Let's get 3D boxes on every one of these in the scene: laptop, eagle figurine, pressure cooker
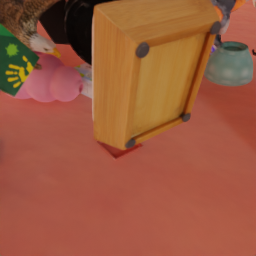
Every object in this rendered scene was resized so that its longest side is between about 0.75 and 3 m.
[{"bbox_3d":[-2.093,-3.763,7.743,1.428,2.451,2.765,-15,45,15],"label":"laptop"},{"bbox_3d":[-2.156,-2.198,5.649,2.120,2.810,2.132,9,47,-17],"label":"eagle figurine"},{"bbox_3d":[-0.104,-2.862,6.481,2.321,2.357,2.639,29,54,-21],"label":"pressure cooker"}]

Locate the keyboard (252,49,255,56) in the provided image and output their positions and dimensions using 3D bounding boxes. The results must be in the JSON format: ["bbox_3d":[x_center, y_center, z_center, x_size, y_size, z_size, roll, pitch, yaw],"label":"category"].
[{"bbox_3d":[3.230,-1.745,6.775,0.542,0.088,0.853,39,17,26],"label":"keyboard"}]

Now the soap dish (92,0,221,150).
[{"bbox_3d":[0.306,-0.689,3.724,1.544,1.963,0.797,-23,51,-27],"label":"soap dish"}]

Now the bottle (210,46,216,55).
[{"bbox_3d":[3.427,-3.153,11.510,1.071,0.447,0.350,0,35,-15],"label":"bottle"}]

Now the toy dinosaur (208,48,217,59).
[{"bbox_3d":[3.641,-2.705,11.113,1.600,0.483,0.850,21,60,14],"label":"toy dinosaur"}]

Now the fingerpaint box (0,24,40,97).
[{"bbox_3d":[-2.587,-1.377,3.868,2.060,1.718,0.755,25,81,30],"label":"fingerpaint box"}]

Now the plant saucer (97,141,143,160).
[{"bbox_3d":[-0.201,0.430,6.729,0.815,0.150,0.817,-23,42,-29],"label":"plant saucer"}]

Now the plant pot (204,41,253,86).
[{"bbox_3d":[3.590,-2.352,9.828,1.662,1.113,1.662,-1,36,1],"label":"plant pot"}]

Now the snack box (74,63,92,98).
[{"bbox_3d":[-0.728,-1.564,9.116,2.012,0.681,1.697,26,42,34],"label":"snack box"}]

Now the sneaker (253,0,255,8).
[{"bbox_3d":[2.825,-1.423,3.714,1.049,1.115,2.722,-33,35,-7],"label":"sneaker"}]

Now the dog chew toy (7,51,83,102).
[{"bbox_3d":[-2.592,-1.508,8.378,2.645,1.647,1.647,17,38,12],"label":"dog chew toy"}]

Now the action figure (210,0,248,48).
[{"bbox_3d":[2.302,-3.684,7.618,2.490,2.574,1.346,-58,20,-22],"label":"action figure"}]
